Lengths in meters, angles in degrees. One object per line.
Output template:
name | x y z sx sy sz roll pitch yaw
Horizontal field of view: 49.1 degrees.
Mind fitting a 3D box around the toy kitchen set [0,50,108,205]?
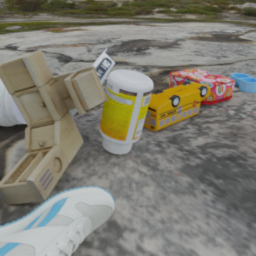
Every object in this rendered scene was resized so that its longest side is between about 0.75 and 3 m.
toy kitchen set | -1.899 -0.196 6.408 2.225 2.727 2.460 -11 27 20

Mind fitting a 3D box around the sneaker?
sneaker | -1.404 2.035 4.721 2.942 1.126 1.188 -24 43 -28

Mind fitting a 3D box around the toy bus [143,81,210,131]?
toy bus | 1.772 -0.881 10.286 2.904 1.137 0.945 -21 32 -35

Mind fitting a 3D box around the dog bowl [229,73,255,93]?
dog bowl | 5.736 -2.255 13.793 1.057 0.470 1.896 -7 28 -14

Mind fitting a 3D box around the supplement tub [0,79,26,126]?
supplement tub | -4.755 -1.083 9.781 2.716 1.975 1.975 6 27 11

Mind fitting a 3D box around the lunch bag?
lunch bag | 3.316 -1.935 12.473 2.274 1.058 2.582 -17 31 -30

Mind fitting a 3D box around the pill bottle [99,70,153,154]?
pill bottle | -0.126 -0.398 7.948 1.236 2.262 1.236 10 30 -6

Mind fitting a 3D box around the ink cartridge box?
ink cartridge box | -1.619 -1.119 9.154 0.622 2.839 2.866 40 28 -15
